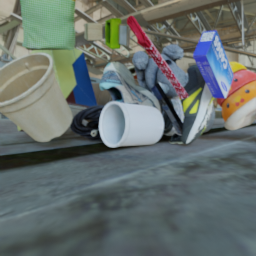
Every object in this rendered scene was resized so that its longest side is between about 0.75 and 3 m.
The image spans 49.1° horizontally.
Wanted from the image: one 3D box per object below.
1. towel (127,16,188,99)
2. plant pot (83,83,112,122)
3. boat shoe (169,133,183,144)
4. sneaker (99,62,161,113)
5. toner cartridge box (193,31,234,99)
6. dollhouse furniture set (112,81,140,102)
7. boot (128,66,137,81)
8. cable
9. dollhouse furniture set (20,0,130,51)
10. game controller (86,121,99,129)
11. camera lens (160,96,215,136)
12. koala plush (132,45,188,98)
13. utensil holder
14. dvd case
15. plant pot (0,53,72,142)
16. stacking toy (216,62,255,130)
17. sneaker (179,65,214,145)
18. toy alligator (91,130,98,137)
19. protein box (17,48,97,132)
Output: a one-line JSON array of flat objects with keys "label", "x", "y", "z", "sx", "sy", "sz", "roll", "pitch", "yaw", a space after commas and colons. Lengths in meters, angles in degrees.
[{"label": "towel", "x": 0.636, "y": -1.533, "z": 6.153, "sx": 0.207, "sy": 1.333, "sz": 1.843, "roll": -34, "pitch": -50, "yaw": 15}, {"label": "plant pot", "x": -1.553, "y": -1.125, "z": 12.497, "sx": 2.034, "sy": 2.333, "sz": 2.333, "roll": 13, "pitch": 5, "yaw": 9}, {"label": "boat shoe", "x": 1.358, "y": 0.283, "z": 7.832, "sx": 0.301, "sy": 0.267, "sz": 0.807, "roll": -23, "pitch": 7, "yaw": -13}, {"label": "sneaker", "x": 0.018, "y": -0.816, "z": 8.179, "sx": 2.242, "sy": 0.968, "sz": 0.870, "roll": 40, "pitch": -30, "yaw": -23}, {"label": "toner cartridge box", "x": 1.810, "y": -1.272, "z": 5.836, "sx": 0.297, "sy": 0.653, "sz": 1.375, "roll": 10, "pitch": -24, "yaw": 40}, {"label": "dollhouse furniture set", "x": 0.054, "y": -1.221, "z": 12.366, "sx": 1.617, "sy": 0.833, "sz": 1.600, "roll": -5, "pitch": -37, "yaw": -41}, {"label": "boot", "x": 0.703, "y": -2.346, "z": 11.713, "sx": 1.690, "sy": 0.634, "sz": 0.906, "roll": -5, "pitch": -5, "yaw": 23}, {"label": "cable", "x": -0.634, "y": -0.133, "z": 8.066, "sx": 2.186, "sy": 0.555, "sz": 1.784, "roll": -6, "pitch": -21, "yaw": 3}, {"label": "dollhouse furniture set", "x": -1.119, "y": -2.441, "z": 6.182, "sx": 2.316, "sy": 1.517, "sz": 1.162, "roll": -9, "pitch": 25, "yaw": -24}, {"label": "game controller", "x": -0.605, "y": -0.183, "z": 9.130, "sx": 1.543, "sy": 0.325, "sz": 0.805, "roll": -12, "pitch": -22, "yaw": -16}, {"label": "camera lens", "x": 2.167, "y": -0.488, "z": 10.966, "sx": 1.937, "sy": 1.550, "sz": 1.550, "roll": -1, "pitch": 3, "yaw": -23}, {"label": "koala plush", "x": 1.480, "y": -1.805, "z": 10.433, "sx": 2.041, "sy": 2.115, "sz": 2.301, "roll": -16, "pitch": 26, "yaw": -12}, {"label": "utensil holder", "x": 0.092, "y": -0.073, "z": 6.959, "sx": 1.271, "sy": 1.081, "sz": 1.081, "roll": 1, "pitch": 2, "yaw": -41}, {"label": "dvd case", "x": 1.231, "y": -0.543, "z": 8.463, "sx": 0.149, "sy": 1.699, "sz": 1.212, "roll": -31, "pitch": 2, "yaw": 0}, {"label": "plant pot", "x": -2.182, "y": -0.579, "z": 6.606, "sx": 1.756, "sy": 1.756, "sz": 1.607, "roll": 2, "pitch": -41, "yaw": 26}, {"label": "stacking toy", "x": 3.015, "y": -1.288, "z": 8.185, "sx": 1.753, "sy": 2.399, "sz": 1.753, "roll": -26, "pitch": -22, "yaw": -11}, {"label": "sneaker", "x": 1.670, "y": -0.606, "z": 7.118, "sx": 0.889, "sy": 2.101, "sz": 0.782, "roll": 24, "pitch": 16, "yaw": 26}, {"label": "toy alligator", "x": -0.549, "y": -0.119, "z": 8.309, "sx": 1.344, "sy": 0.398, "sz": 0.365, "roll": -23, "pitch": 29, "yaw": -19}, {"label": "protein box", "x": -2.504, "y": -1.239, "z": 9.189, "sx": 2.226, "sy": 2.210, "sz": 1.502, "roll": -26, "pitch": -19, "yaw": 31}]
